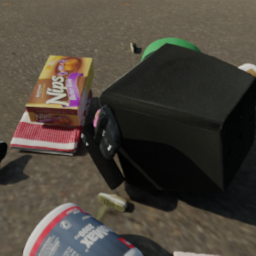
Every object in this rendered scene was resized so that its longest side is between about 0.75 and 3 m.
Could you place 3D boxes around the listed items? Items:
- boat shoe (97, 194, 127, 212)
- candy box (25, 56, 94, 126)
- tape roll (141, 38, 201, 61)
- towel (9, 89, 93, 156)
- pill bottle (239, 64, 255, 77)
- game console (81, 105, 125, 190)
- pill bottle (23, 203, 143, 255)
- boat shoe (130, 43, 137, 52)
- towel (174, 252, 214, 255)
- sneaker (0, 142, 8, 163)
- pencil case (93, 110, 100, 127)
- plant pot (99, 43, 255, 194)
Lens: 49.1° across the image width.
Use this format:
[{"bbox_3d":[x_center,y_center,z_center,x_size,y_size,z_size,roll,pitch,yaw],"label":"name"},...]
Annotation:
[{"bbox_3d":[-0.396,1.863,7.164,0.787,0.294,0.269,23,36,15],"label":"boat shoe"},{"bbox_3d":[-2.259,-1.384,9.793,1.675,0.811,2.871,5,45,2],"label":"candy box"},{"bbox_3d":[1.726,-2.321,10.982,2.507,2.507,0.602,10,58,13],"label":"tape roll"},{"bbox_3d":[-2.538,-0.406,9.655,2.152,0.340,2.988,5,48,3],"label":"towel"},{"bbox_3d":[3.362,-1.194,9.402,2.141,1.224,1.224,-26,41,-12],"label":"pill bottle"},{"bbox_3d":[-0.488,0.462,6.309,0.338,2.806,1.655,-27,77,-20],"label":"game console"},{"bbox_3d":[-0.543,2.600,5.061,2.433,1.455,1.455,27,44,24],"label":"pill bottle"},{"bbox_3d":[0.330,-4.611,16.011,0.333,0.389,1.064,-8,31,3],"label":"boat shoe"},{"bbox_3d":[1.537,3.101,5.489,1.320,0.213,1.260,4,35,6],"label":"towel"},{"bbox_3d":[-3.730,0.905,7.978,0.703,0.459,1.257,-14,42,43],"label":"sneaker"},{"bbox_3d":[0.154,0.203,8.369,2.869,1.241,1.188,25,81,44],"label":"pencil case"},{"bbox_3d":[1.513,-0.086,6.975,2.627,2.961,2.954,17,47,36],"label":"plant pot"}]
